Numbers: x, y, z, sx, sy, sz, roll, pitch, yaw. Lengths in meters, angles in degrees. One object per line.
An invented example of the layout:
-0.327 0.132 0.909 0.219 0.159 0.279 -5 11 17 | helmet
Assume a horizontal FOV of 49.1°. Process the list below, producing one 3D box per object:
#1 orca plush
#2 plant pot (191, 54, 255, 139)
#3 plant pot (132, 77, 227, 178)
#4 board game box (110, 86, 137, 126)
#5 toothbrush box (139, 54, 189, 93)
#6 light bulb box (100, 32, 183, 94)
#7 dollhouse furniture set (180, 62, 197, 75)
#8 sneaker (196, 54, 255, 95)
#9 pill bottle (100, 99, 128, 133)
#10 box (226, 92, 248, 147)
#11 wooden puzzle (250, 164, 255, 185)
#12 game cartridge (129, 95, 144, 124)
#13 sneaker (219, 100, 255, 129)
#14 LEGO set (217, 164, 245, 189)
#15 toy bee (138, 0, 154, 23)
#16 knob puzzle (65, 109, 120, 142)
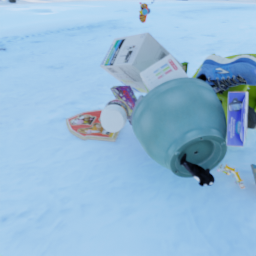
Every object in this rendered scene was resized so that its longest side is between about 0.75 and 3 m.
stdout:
2.040 1.149 7.791 1.297 0.461 0.682 46 36 -10 | orca plush
3.754 -1.336 11.067 2.329 2.554 2.567 21 60 35 | plant pot
1.752 0.234 8.432 2.909 2.909 1.949 -7 41 -12 | plant pot
0.094 -0.826 11.051 1.127 1.878 0.303 6 43 50 | board game box
1.671 -0.794 9.720 1.239 2.878 2.095 -33 66 4 | toothbrush box
0.526 -2.590 11.777 2.370 2.349 1.479 15 76 52 | light bulb box
2.883 -2.569 14.901 2.265 1.136 1.483 -27 41 -36 | dollhouse furniture set
3.268 -1.568 9.021 1.252 1.103 2.809 -53 28 -7 | sneaker
-0.466 -0.421 9.696 0.920 0.920 1.581 1 16 2 | pill bottle
3.101 -0.321 7.911 0.492 1.413 2.374 3 8 26 | box
4.137 1.563 8.525 0.831 0.098 1.401 21 47 -22 | wooden puzzle
0.746 -0.089 10.199 0.390 1.926 1.284 -13 39 33 | game cartridge
3.803 -0.612 10.345 0.854 0.812 2.154 -18 46 -25 | sneaker
3.273 1.547 8.902 0.995 0.370 0.458 42 50 15 | LEGO set
0.541 -3.983 9.385 0.448 0.825 0.540 37 19 11 | toy bee
-1.510 -0.284 11.970 2.721 0.377 2.721 0 32 0 | knob puzzle
